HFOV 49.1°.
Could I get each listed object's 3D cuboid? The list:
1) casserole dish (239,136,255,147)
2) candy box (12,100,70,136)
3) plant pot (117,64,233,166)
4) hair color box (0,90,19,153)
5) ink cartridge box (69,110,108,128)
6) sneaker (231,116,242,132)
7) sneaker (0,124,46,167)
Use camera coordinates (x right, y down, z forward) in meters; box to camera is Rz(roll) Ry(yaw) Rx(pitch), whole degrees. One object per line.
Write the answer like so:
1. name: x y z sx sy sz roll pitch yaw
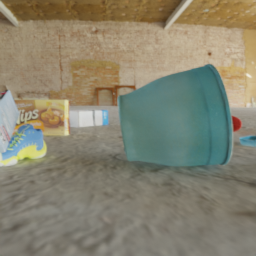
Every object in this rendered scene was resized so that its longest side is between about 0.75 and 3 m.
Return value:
1. casserole dish: 4.341 0.450 9.557 1.285 0.249 0.778 -6 9 -41
2. candy box: -3.779 -0.435 11.788 2.546 1.469 0.704 1 1 6
3. plant pot: 0.937 -0.129 6.534 2.204 2.346 2.346 -9 6 2
4. hair color box: -3.521 -0.095 6.644 1.341 0.821 2.709 -18 23 -8
5. ink cartridge box: -2.391 -0.563 15.809 1.533 0.899 2.093 6 7 43
6. sneaker: 4.193 -0.273 13.303 2.305 0.903 1.331 4 9 25
7. sneaker: -2.805 0.374 6.940 0.675 0.936 1.783 7 8 27
